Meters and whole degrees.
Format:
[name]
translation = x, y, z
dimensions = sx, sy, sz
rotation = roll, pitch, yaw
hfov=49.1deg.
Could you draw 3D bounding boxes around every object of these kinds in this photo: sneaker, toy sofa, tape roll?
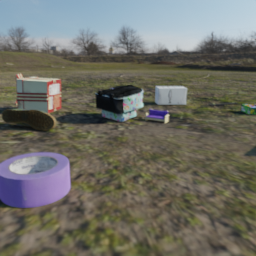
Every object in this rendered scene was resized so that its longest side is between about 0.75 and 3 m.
[sneaker]
translation = -4.034, -0.419, 11.948
dimensions = 2.354, 0.789, 1.057
rotation = 9, 5, 9
[toy sofa]
translation = 1.338, -0.554, 13.017
dimensions = 1.053, 0.514, 0.436
rotation = 10, 18, 29
[tape roll]
translation = -2.142, 1.139, 6.449
dimensions = 1.574, 0.669, 1.574
rotation = 0, 16, 0

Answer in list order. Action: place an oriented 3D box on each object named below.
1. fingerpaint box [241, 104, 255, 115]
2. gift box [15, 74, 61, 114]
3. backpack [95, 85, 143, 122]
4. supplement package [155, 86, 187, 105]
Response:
[fingerpaint box]
translation = 6.647, -0.979, 14.778
dimensions = 0.923, 0.406, 1.106
rotation = 0, 15, -2
[gift box]
translation = -4.921, -1.843, 14.995
dimensions = 2.006, 1.982, 2.148
rotation = 5, 10, 11
[backpack]
translation = -0.298, -1.274, 13.449
dimensions = 1.872, 1.588, 2.109
rotation = 17, 35, 38
[supplement package]
translation = 2.625, -2.007, 17.348
dimensions = 1.775, 1.037, 1.041
rotation = -1, 15, -5
